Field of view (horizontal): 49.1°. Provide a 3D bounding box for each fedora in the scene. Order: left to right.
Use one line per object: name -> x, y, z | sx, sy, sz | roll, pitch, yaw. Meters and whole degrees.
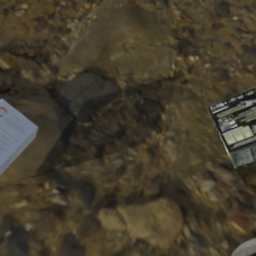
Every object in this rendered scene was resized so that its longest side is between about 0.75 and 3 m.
fedora -> 3.220, 3.165, 6.006 | 1.982, 0.895, 1.753 | -18, 76, 23

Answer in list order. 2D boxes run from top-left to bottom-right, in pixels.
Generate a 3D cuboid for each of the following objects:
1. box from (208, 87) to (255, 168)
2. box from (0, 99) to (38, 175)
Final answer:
box -> 3.530, -0.148, 7.635 | 2.106, 0.907, 1.725 | -24, 49, 14
box -> -3.545, 0.442, 7.387 | 1.234, 0.967, 1.984 | 39, 60, -5
